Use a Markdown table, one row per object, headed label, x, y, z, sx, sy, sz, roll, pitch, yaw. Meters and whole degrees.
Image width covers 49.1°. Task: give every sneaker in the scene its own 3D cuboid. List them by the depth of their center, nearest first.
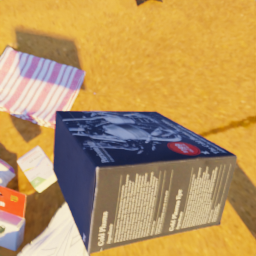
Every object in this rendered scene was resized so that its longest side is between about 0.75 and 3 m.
| label | x | y | z | sx | sy | sz | roll | pitch | yaw |
| --- | --- | --- | --- | --- | --- | --- | --- | --- | --- |
| sneaker | -1.637 | 2.868 | 6.302 | 1.277 | 1.092 | 2.932 | 39 | 74 | 8 |
| sneaker | -4.221 | 1.007 | 7.050 | 2.517 | 0.942 | 1.254 | 24 | 71 | 9 |

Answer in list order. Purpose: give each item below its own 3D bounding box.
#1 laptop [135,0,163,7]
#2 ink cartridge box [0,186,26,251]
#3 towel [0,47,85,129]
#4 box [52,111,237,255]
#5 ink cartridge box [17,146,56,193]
| label | x | y | z | sx | sy | sz | roll | pitch | yaw |
| --- | --- | --- | --- | --- | --- | --- | --- | --- | --- |
| laptop | 0.683 | -4.551 | 9.683 | 0.806 | 0.467 | 0.755 | 1 | 66 | -30 |
| ink cartridge box | -3.237 | 1.970 | 6.515 | 1.683 | 1.461 | 0.366 | 17 | 26 | 6 |
| towel | -2.856 | -1.245 | 8.209 | 2.733 | 0.409 | 2.000 | 18 | 69 | 7 |
| box | 0.047 | 0.505 | 3.930 | 1.825 | 2.004 | 1.043 | -2 | 110 | -26 |
| ink cartridge box | -2.024 | 0.838 | 6.199 | 0.585 | 0.336 | 0.999 | -37 | 66 | -14 |
